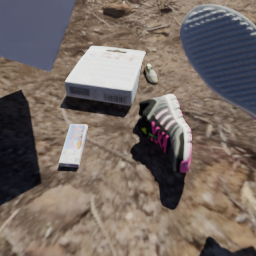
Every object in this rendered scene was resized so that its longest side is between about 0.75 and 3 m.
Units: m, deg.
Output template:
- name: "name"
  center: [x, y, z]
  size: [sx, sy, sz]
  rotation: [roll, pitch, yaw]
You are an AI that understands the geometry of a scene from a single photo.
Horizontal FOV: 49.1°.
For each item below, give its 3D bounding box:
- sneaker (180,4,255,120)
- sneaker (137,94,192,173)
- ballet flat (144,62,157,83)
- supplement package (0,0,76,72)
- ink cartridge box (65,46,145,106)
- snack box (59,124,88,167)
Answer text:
- name: "sneaker"
  center: [1.892, -0.774, 4.567]
  size: [2.730, 0.989, 1.556]
  rotation: [44, 15, -2]
- name: "sneaker"
  center: [0.830, 0.091, 7.020]
  size: [1.153, 0.972, 2.636]
  rotation: [-5, 42, -4]
- name: "ballet flat"
  center: [0.730, -1.854, 9.299]
  size: [0.317, 0.293, 0.941]
  rotation: [-12, 48, -12]
- name: "supplement package"
  center: [-2.711, -3.220, 6.786]
  size: [2.004, 2.606, 2.725]
  rotation: [12, 22, -35]
- name: "ink cartridge box"
  center: [-0.628, -1.809, 9.139]
  size: [2.036, 0.601, 2.544]
  rotation: [9, 42, 9]
- name: "snack box"
  center: [-1.383, 0.422, 7.225]
  size: [0.478, 0.162, 1.329]
  rotation: [3, 47, 3]
